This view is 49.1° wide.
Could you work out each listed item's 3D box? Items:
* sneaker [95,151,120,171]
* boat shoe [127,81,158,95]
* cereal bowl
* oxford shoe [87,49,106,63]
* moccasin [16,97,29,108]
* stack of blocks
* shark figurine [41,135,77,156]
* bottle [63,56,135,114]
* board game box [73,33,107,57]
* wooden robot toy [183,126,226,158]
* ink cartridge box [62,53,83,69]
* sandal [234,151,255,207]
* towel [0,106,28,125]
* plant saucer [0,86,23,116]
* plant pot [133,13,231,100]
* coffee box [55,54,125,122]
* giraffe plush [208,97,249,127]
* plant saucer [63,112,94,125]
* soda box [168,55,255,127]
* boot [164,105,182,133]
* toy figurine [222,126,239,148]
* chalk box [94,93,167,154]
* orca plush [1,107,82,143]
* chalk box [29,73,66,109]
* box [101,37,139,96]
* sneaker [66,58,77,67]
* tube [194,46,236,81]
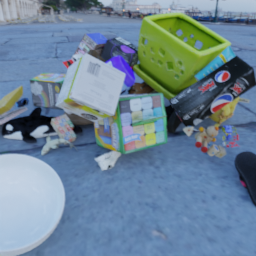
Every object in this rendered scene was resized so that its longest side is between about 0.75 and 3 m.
[{"bbox_3d":[-0.586,1.014,8.799,0.460,0.496,1.223,-27,-5,28],"label":"sneaker"},{"bbox_3d":[0.370,-1.460,12.625,0.991,1.049,2.915,53,38,2],"label":"boat shoe"},{"bbox_3d":[-2.611,1.746,6.241,2.275,0.947,2.275,11,48,-13],"label":"cereal bowl"},{"bbox_3d":[-1.020,-2.196,11.070,0.797,2.194,0.926,-2,57,16],"label":"oxford shoe"},{"bbox_3d":[-3.939,-0.936,10.639,0.297,0.350,0.870,-9,22,8],"label":"moccasin"},{"bbox_3d":[-2.307,0.049,10.254,0.589,0.299,1.023,-24,68,-35],"label":"stack of blocks"},{"bbox_3d":[-2.373,0.590,9.665,1.180,0.492,0.705,-9,61,-1],"label":"shark figurine"},{"bbox_3d":[-1.181,-1.453,10.274,2.859,1.194,0.933,-28,45,16],"label":"bottle"},{"bbox_3d":[-1.657,-3.336,12.329,0.723,1.493,1.190,43,33,6],"label":"board game box"},{"bbox_3d":[2.509,0.317,8.572,1.673,0.759,0.737,37,34,-14],"label":"wooden robot toy"},{"bbox_3d":[-1.922,-2.442,11.329,1.124,0.251,0.990,50,46,7],"label":"ink cartridge box"},{"bbox_3d":[3.510,1.483,7.907,0.779,0.468,2.075,-3,41,6],"label":"sandal"},{"bbox_3d":[-5.017,-0.354,11.082,1.532,0.258,1.604,-17,17,26],"label":"towel"},{"bbox_3d":[-4.689,-0.937,10.842,1.336,0.324,1.337,-20,33,34],"label":"plant saucer"},{"bbox_3d":[2.066,-2.953,11.937,2.892,2.637,2.906,41,45,21],"label":"plant pot"},{"bbox_3d":[-1.081,-1.064,7.952,1.307,1.309,1.295,23,-20,-28],"label":"coffee box"},{"bbox_3d":[3.665,-0.764,11.244,1.900,1.639,1.540,0,33,41],"label":"giraffe plush"},{"bbox_3d":[-1.631,-0.749,11.870,2.357,0.347,2.357,-6,24,3],"label":"plant saucer"},{"bbox_3d":[2.960,-1.221,9.860,2.861,0.906,1.012,-34,47,7],"label":"soda box"},{"bbox_3d":[1.394,-0.717,11.661,1.791,0.902,2.396,14,30,24],"label":"boot"},{"bbox_3d":[3.257,0.100,8.912,0.507,0.576,0.961,-1,43,15],"label":"toy figurine"},{"bbox_3d":[0.140,-0.195,8.951,1.672,1.663,2.687,-10,10,-27],"label":"chalk box"},{"bbox_3d":[-3.248,-0.197,10.466,2.970,1.056,1.563,5,27,9],"label":"orca plush"},{"bbox_3d":[-3.309,-1.755,13.312,2.157,1.342,1.335,8,28,13],"label":"chalk box"},{"bbox_3d":[-0.522,-2.709,12.610,1.391,2.276,1.207,32,32,9],"label":"box"},{"bbox_3d":[-1.595,-1.412,9.191,0.508,0.883,1.693,-20,61,21],"label":"sneaker"},{"bbox_3d":[3.212,-2.249,10.298,1.617,0.626,0.407,-39,28,8],"label":"tube"}]
